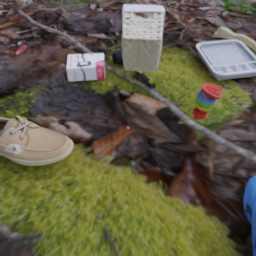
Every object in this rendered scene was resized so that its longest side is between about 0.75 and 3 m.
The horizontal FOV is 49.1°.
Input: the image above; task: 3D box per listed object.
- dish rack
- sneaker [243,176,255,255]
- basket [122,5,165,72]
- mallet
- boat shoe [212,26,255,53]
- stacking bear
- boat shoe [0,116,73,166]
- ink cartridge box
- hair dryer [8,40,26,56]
[{"bbox_3d":[3.813,-2.578,10.747,2.001,0.508,2.331,-8,47,-6],"label":"dish rack"},{"bbox_3d":[2.995,1.987,5.672,0.955,1.135,2.896,7,43,10],"label":"sneaker"},{"bbox_3d":[0.409,-2.632,8.521,1.249,1.843,1.137,3,69,2],"label":"basket"},{"bbox_3d":[0.357,-2.251,10.571,0.782,0.489,2.376,-27,55,-30],"label":"mallet"},{"bbox_3d":[4.463,-3.568,11.813,1.954,0.700,0.744,38,82,32],"label":"boat shoe"},{"bbox_3d":[2.116,-0.659,7.770,0.581,1.022,0.621,26,40,10],"label":"stacking bear"},{"bbox_3d":[-2.819,0.240,7.068,2.856,0.921,1.018,5,42,8],"label":"boat shoe"},{"bbox_3d":[-1.564,-2.259,10.404,1.367,0.576,0.990,-4,44,-4],"label":"ink cartridge box"},{"bbox_3d":[-4.644,-3.292,11.778,0.755,0.269,0.992,-25,43,0],"label":"hair dryer"}]
